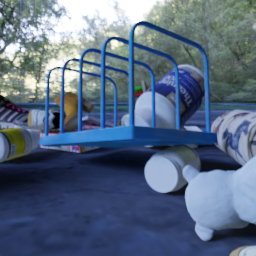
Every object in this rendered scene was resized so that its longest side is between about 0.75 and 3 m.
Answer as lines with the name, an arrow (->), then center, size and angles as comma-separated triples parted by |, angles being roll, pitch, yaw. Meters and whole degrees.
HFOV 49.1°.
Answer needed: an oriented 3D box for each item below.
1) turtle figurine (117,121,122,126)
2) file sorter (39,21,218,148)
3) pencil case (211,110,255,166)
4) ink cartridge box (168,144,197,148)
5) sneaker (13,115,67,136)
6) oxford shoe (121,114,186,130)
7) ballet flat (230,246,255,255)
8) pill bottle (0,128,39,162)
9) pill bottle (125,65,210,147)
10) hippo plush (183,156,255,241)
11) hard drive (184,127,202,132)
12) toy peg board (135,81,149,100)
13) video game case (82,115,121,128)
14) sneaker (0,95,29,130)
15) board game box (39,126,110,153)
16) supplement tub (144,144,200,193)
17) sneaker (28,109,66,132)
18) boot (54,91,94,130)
turtle figurine -> -0.324, -0.029, 10.229 | 0.733, 0.493, 0.979 | 9, 17, 32
file sorter -> -0.135, -0.540, 5.532 | 2.060, 1.821, 2.968 | 5, -8, -40
pencil case -> 2.401, 0.218, 5.205 | 1.238, 1.077, 2.768 | 10, 5, 5
ink cartridge box -> 1.223, 0.408, 7.807 | 0.933, 0.234, 1.075 | -5, 8, -28
sneaker -> -2.751, -0.118, 9.406 | 2.165, 0.808, 0.873 | 1, 1, 3
oxford shoe -> 0.754, 0.111, 8.817 | 2.238, 0.841, 0.646 | 11, 50, 21
ballet flat -> 0.984, 1.038, 1.777 | 0.490, 0.450, 1.427 | 1, 7, 6
pill bottle -> -2.623, 0.351, 6.395 | 0.681, 0.681, 1.212 | 2, 7, 19
pill bottle -> 1.100, -0.616, 7.861 | 1.391, 1.391, 2.507 | 8, 41, 48
hippo plush -> 1.194, 0.780, 2.651 | 1.208, 1.197, 1.503 | -31, -26, 36
hard drive -> 2.176, 0.124, 10.306 | 0.951, 0.183, 1.442 | 1, 7, 5
toy peg board -> 0.623, -1.202, 12.219 | 0.625, 1.273, 1.278 | -12, -12, 13
video game case -> -0.889, -0.123, 8.871 | 1.105, 0.127, 1.007 | 19, -12, -23
sneaker -> -4.369, -0.598, 10.289 | 2.842, 1.243, 1.048 | -2, 6, -4
board game box -> -1.283, 0.277, 7.950 | 1.442, 0.441, 1.903 | 4, 8, 31
supplement tub -> 0.703, 0.626, 4.392 | 0.633, 0.633, 0.873 | 5, 9, 33
sneaker -> -2.053, -0.164, 7.963 | 0.799, 0.689, 1.822 | 5, 6, 11
boot -> -1.716, -0.525, 7.919 | 0.999, 0.491, 1.396 | 27, 39, 13
